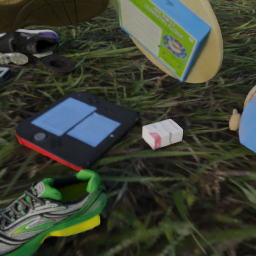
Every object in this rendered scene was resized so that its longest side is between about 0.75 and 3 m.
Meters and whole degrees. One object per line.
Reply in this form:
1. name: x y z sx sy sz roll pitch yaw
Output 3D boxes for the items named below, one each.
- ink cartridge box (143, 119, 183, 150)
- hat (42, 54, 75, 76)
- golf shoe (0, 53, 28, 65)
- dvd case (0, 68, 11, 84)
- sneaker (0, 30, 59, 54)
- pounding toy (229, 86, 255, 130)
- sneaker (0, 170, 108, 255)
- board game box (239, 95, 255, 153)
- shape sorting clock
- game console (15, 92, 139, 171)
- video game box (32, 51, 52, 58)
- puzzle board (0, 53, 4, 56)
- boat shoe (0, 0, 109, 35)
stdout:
1. ink cartridge box: 0.883 0.151 7.200 0.846 0.350 0.620 -15 38 -21
2. hat: -2.621 -2.274 10.572 1.214 0.490 1.214 7 44 -7
3. golf shoe: -4.651 -2.900 11.523 1.183 0.463 0.575 3 29 3
4. dvd case: -5.289 -1.566 9.744 1.607 0.264 2.139 1 34 2
5. sneaker: -4.265 -3.569 11.804 2.648 1.003 1.159 -13 37 -12
6. pounding toy: 3.578 -0.721 7.774 1.979 1.132 1.135 -20 40 -27
7. sneaker: -1.657 1.391 4.737 2.691 1.146 1.050 -19 39 -24
8. board game box: 4.152 0.132 6.503 2.268 0.559 2.871 -48 57 -5
9. shape sorting clock: 0.617 -1.901 5.086 0.523 2.665 2.665 -44 47 -7
10. game console: -1.319 -0.092 7.509 2.360 0.414 2.668 19 40 25
11. video game box: -3.851 -3.355 12.389 0.684 0.176 0.751 -28 44 -37
12. puzzle board: -6.010 -3.091 12.047 1.235 0.143 1.639 1 35 -1
13. boat shoe: -1.687 -2.373 5.054 2.620 0.936 0.861 -10 69 2
